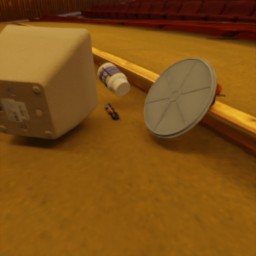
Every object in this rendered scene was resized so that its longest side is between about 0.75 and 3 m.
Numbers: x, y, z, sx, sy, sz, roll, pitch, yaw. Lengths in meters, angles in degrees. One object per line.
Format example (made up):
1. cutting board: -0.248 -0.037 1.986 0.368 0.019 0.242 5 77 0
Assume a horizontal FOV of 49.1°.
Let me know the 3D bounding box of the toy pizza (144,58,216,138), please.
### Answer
1. toy pizza: 1.492 -0.867 8.279 0.411 2.596 2.596 28 8 -36

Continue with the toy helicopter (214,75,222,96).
1. toy helicopter: 2.016 -1.219 8.875 0.664 1.683 1.113 3 55 -51

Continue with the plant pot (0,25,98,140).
1. plant pot: -2.647 -1.193 8.321 2.761 2.757 2.444 6 40 10

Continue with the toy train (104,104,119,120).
1. toy train: -0.636 -0.609 10.512 0.289 0.216 1.264 -22 32 -10

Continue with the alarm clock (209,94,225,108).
1. alarm clock: 2.487 -1.253 11.196 2.360 0.785 1.592 -7 27 -18

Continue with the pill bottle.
1. pill bottle: -0.530 -1.820 10.683 0.805 0.805 1.345 -15 45 -29
